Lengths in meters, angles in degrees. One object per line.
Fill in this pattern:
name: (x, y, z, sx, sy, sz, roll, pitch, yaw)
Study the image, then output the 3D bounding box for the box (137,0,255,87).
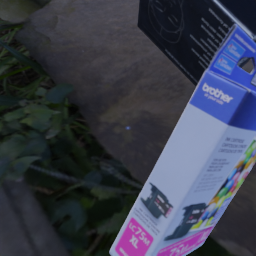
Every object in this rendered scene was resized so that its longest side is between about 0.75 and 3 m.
box: (1.636, -2.442, 5.843, 1.617, 2.565, 2.609, -39, 80, -12)

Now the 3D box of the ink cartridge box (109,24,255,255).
ink cartridge box: (0.990, 0.409, 3.285, 0.576, 2.743, 1.637, 35, 19, 36)
